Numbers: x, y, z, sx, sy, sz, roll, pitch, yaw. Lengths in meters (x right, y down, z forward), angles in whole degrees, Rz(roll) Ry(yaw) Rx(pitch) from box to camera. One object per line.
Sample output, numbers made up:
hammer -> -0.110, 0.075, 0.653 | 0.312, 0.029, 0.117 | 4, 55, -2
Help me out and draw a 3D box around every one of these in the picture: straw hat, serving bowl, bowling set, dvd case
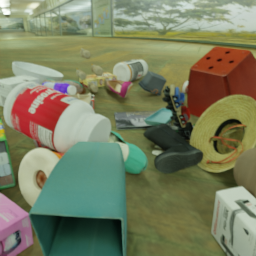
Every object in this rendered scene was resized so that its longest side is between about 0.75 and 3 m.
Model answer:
straw hat -> 3.339, 0.410, 8.956 | 1.169, 2.762, 2.762 | 33, 11, -26
serving bowl -> -5.530, -3.113, 17.016 | 2.983, 0.981, 2.983 | 16, 15, -4
bowling set -> -2.300, -2.812, 15.819 | 2.080, 2.988, 1.604 | -38, 25, -3
dvd case -> 0.567, -0.366, 12.161 | 2.261, 0.181, 1.681 | -2, 24, -5

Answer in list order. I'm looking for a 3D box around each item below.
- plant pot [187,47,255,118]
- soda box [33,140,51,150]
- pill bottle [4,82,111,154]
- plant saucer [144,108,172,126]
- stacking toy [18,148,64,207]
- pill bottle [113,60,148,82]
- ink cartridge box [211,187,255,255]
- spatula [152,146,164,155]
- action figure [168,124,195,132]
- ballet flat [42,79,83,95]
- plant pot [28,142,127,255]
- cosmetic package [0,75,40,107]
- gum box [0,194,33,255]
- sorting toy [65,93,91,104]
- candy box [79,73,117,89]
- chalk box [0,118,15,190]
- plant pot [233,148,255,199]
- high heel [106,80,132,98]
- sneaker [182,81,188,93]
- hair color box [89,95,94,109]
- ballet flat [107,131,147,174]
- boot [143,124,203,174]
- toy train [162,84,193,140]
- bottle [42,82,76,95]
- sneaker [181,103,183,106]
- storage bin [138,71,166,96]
plant pot -> 4.041, -1.907, 11.870 | 2.630, 2.317, 2.627 | -42, 39, -18
soda box -> -2.259, 0.201, 9.913 | 2.073, 0.726, 0.657 | -18, -12, -33
pill bottle -> -2.010, -0.199, 8.112 | 2.849, 1.599, 1.599 | 22, 30, 21
plant saucer -> 1.447, -0.456, 11.573 | 0.854, 0.232, 2.442 | 9, 17, 22
stacking toy -> -1.659, 1.224, 7.514 | 1.537, 1.537, 2.103 | 14, 9, 29
pill bottle -> 0.213, -3.772, 18.498 | 1.365, 1.365, 2.346 | 17, 28, 34
ink cartridge box -> 2.303, 2.072, 5.340 | 0.660, 1.169, 1.593 | -7, 23, -13
spatula -> 1.628, 0.764, 9.707 | 1.482, 0.119, 1.031 | 8, 23, 11
action figure -> 2.290, -0.014, 11.050 | 1.693, 0.463, 1.000 | -2, 15, -14
ballet flat -> -3.659, -1.966, 15.004 | 2.979, 1.014, 1.002 | 9, 59, 39
plant pot -> -0.745, 1.367, 5.834 | 1.577, 1.576, 2.232 | 2, 38, 5
cosmetic package -> -5.410, -1.774, 13.945 | 1.319, 1.320, 1.600 | 18, 29, 34
gum box -> -3.268, 2.016, 5.876 | 2.475, 0.818, 1.404 | 17, 28, 34
sorting toy -> -2.274, -1.011, 12.786 | 1.153, 1.038, 0.616 | -3, -21, -25
candy box -> -1.883, -3.009, 17.713 | 2.060, 0.570, 1.189 | -14, 27, -30
chalk box -> -4.040, 0.864, 7.691 | 1.496, 1.504, 2.417 | -11, 24, -23
plant pot -> 3.500, 1.241, 6.637 | 2.140, 2.140, 1.867 | -4, 5, -8
high heel -> -0.510, -2.175, 14.288 | 1.211, 0.850, 2.524 | 30, 4, -8
sneaker -> 4.236, -2.412, 16.272 | 1.341, 0.910, 2.322 | 27, 47, 32
hair color box -> -2.506, -1.248, 13.765 | 1.661, 0.509, 0.843 | -2, 23, -5
ballet flat -> -0.337, 0.698, 8.791 | 0.872, 0.834, 2.476 | 25, 5, -31
boot -> 1.125, 0.558, 9.182 | 1.748, 0.696, 2.121 | -3, 30, -29
toy train -> 1.761, -0.416, 9.405 | 0.647, 2.825, 0.482 | -6, 54, 22
bottle -> -3.382, -1.887, 13.732 | 1.962, 0.640, 0.819 | 10, 8, 36
sneaker -> 2.565, -1.283, 14.185 | 0.409, 0.339, 0.855 | -13, 15, 6
storage bin -> 1.410, -2.444, 15.311 | 1.378, 0.925, 1.003 | 13, 31, -33
